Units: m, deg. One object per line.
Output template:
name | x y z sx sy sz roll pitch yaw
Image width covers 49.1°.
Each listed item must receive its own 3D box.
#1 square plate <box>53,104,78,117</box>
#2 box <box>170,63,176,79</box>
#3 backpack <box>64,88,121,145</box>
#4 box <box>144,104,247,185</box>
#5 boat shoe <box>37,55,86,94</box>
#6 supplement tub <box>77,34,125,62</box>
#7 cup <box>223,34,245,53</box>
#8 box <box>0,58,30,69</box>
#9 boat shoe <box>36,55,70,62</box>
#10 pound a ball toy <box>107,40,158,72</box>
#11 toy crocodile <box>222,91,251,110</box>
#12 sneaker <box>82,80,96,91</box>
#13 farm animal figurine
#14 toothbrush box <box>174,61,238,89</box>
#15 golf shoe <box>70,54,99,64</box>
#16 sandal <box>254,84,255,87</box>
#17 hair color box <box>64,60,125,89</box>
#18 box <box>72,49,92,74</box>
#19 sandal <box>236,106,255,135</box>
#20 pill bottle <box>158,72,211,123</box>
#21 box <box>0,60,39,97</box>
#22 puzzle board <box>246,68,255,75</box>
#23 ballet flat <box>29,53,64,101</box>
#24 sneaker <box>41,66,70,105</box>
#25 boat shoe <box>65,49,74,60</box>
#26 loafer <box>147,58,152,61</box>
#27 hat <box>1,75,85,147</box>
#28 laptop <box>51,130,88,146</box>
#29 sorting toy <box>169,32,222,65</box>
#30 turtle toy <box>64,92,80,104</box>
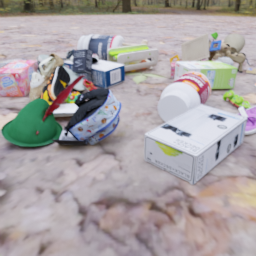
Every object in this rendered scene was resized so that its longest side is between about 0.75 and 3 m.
square plate | -2.275 -0.582 9.496 1.308 0.188 1.320 -3 17 -3
box | 2.722 -2.777 13.507 1.339 0.639 0.667 1 30 7
backpack | -0.858 -0.327 7.644 1.434 1.159 1.505 -33 31 32
box | 1.795 0.281 7.251 2.589 0.778 1.510 -26 36 -38
boat shoe | -2.887 -2.138 12.008 2.755 0.831 1.042 41 33 25
supplement tub | -1.429 -4.287 15.488 2.338 1.641 1.641 9 28 19
cup | 6.678 -5.164 17.868 1.344 1.344 0.961 13 55 23
box | -5.887 -3.027 14.231 1.622 0.495 2.048 24 35 39
boat shoe | -3.634 -3.313 14.627 2.380 0.796 0.678 12 13 14
pound a ball toy | 0.237 -3.691 14.692 2.827 1.201 1.844 -16 37 -28
toy crocodile | 3.967 -0.972 10.242 0.472 0.431 1.397 27 17 -33
sneaker | -1.495 -1.641 11.288 0.835 0.354 0.321 34 52 0
farm animal figurine | 4.759 -3.837 14.727 2.407 1.499 2.981 -2 27 -4
toothbrush box | 3.314 -2.312 12.189 2.166 0.932 1.577 -4 24 -11
golf shoe | -1.938 -3.067 12.489 1.286 0.467 0.592 -4 25 -6
sandal | 5.994 -1.824 12.032 1.113 0.319 0.426 22 34 37
hair color box | -1.602 -2.621 13.045 2.716 0.822 1.358 20 33 34
box | -1.928 -2.780 11.790 0.694 0.939 0.490 5 2 29
sandal | 3.898 -0.437 8.950 0.979 0.591 2.405 23 35 38
pill bottle | 1.862 -0.984 9.257 1.300 1.300 2.301 13 30 24
box | -4.607 -2.141 11.885 1.095 1.010 2.135 1 27 2
puzzle board | 6.531 -2.895 14.445 0.773 0.089 1.026 12 28 24
ballet flat | -3.327 -2.037 10.915 0.804 0.745 2.281 1 54 32
sneaker | -2.810 -1.587 10.458 0.941 0.731 2.091 -23 36 17
boat shoe | -2.741 -3.500 13.336 0.451 0.373 1.206 -45 24 -15
loafer | 0.980 -3.851 16.104 0.960 0.302 0.345 -22 34 -37
hat | -2.546 -0.682 7.875 1.656 1.760 1.999 22 30 15
laptop | -1.545 0.213 7.701 0.834 0.517 0.891 3 42 4
sorting toy | 3.608 -4.096 15.010 2.996 0.408 1.687 -14 59 37
turtle toy | -2.075 -1.097 10.450 0.855 0.432 0.623 -10 28 -19
